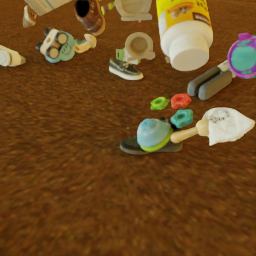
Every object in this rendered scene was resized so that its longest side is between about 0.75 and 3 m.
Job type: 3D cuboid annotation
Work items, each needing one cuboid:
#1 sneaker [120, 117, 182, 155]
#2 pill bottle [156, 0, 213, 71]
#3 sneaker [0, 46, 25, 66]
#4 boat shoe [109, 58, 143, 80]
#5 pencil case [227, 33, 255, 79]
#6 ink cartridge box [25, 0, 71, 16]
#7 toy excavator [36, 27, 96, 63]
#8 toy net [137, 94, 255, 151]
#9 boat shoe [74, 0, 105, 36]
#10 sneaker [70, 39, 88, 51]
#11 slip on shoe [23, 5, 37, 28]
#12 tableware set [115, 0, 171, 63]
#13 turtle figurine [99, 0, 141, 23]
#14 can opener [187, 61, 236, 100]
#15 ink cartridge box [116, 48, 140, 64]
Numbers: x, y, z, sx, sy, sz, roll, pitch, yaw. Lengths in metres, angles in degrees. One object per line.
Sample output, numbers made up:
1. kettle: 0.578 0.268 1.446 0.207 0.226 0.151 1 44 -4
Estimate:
1. sneaker: 0.538 0.162 6.401 1.454 0.833 0.556 -4 33 -1
2. pill bottle: 1.145 -2.136 5.749 1.013 1.013 1.855 -2 66 -3
3. sneaker: -4.744 -2.797 10.867 1.871 0.715 0.753 32 31 35
4. boat shoe: -0.115 -2.098 9.909 1.481 0.471 0.524 26 43 32
5. pencil case: 2.497 -1.351 5.355 0.715 0.776 1.680 1 11 37
6. ink cartridge box: -0.827 -2.546 4.207 1.899 0.563 0.986 -23 -9 7
7. toy excavator: -2.378 -3.296 11.264 0.982 1.965 1.911 31 89 35
8. toy net: 0.907 -0.067 3.932 1.809 0.349 0.949 4 48 46
9. boat shoe: -0.757 -2.152 5.041 0.433 0.434 1.232 29 24 -44
10. sneaker: -2.250 -3.566 12.007 1.030 0.470 0.400 -1 35 0
11. slip on shoe: -3.000 -3.353 8.477 0.317 0.397 1.045 -38 47 21
12. tableware set: 0.696 -2.543 6.886 1.833 2.195 0.255 -5 41 8
13. turtle figurine: -0.220 -4.207 9.234 1.393 1.728 0.556 -20 31 -6
14. can opener: 3.041 -1.918 9.191 0.796 0.998 2.986 27 43 33
15. ink cartridge box: 0.012 -2.826 10.941 0.931 0.484 0.276 14 37 19
